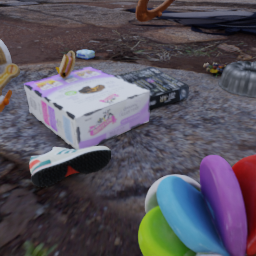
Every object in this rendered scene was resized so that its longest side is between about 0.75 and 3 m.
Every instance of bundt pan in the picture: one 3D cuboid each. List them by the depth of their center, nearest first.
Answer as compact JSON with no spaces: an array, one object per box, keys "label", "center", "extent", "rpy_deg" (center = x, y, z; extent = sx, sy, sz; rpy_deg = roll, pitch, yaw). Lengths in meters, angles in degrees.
[{"label":"bundt pan","center":[4.483,-1.895,10.345],"extent":[2.118,0.795,2.118],"rpy_deg":[0,31,0]}]

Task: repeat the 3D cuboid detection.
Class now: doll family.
[{"label":"doll family","center":[3.717,-2.390,11.505],"extent":[1.227,0.481,0.709],"rpy_deg":[-14,28,-27]}]

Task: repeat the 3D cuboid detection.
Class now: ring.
[{"label":"ring","center":[1.237,-4.407,9.069],"extent":[0.239,2.496,2.496],"rpy_deg":[49,46,6]}]

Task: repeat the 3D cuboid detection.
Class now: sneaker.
[{"label":"sneaker","center":[-1.295,0.635,6.214],"extent":[1.801,0.634,0.842],"rpy_deg":[-17,40,-21]}]

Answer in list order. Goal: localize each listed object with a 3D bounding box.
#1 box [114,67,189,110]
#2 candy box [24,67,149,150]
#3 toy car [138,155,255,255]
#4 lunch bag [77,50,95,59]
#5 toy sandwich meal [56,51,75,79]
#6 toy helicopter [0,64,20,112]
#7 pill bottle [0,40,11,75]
[{"label":"box","center":[0.737,-1.441,9.737],"extent":[1.731,0.470,2.161],"rpy_deg":[-19,36,-25]},{"label":"candy box","center":[-1.212,-0.730,8.127],"extent":[2.422,1.033,2.887],"rpy_deg":[-23,37,-34]},{"label":"toy car","center":[1.404,1.250,3.966],"extent":[2.512,1.884,2.198],"rpy_deg":[-2,31,-4]},{"label":"lunch bag","center":[-2.078,-3.579,13.630],"extent":[0.779,0.321,0.626],"rpy_deg":[17,33,25]},{"label":"toy sandwich meal","center":[-1.853,-1.861,8.198],"extent":[0.328,0.959,0.959],"rpy_deg":[15,20,-33]},{"label":"toy helicopter","center":[-4.074,-1.225,8.774],"extent":[1.254,0.748,1.896],"rpy_deg":[36,76,7]},{"label":"pill bottle","center":[-5.909,-2.310,10.226],"extent":[1.607,1.607,2.810],"rpy_deg":[16,35,25]}]
